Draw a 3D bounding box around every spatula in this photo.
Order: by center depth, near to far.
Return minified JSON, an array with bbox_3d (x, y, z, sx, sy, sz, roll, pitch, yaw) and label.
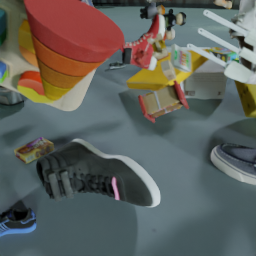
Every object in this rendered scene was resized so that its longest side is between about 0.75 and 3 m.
[{"bbox_3d":[1.462,-1.207,4.156,1.081,0.752,0.087,29,38,4],"label":"spatula"}]

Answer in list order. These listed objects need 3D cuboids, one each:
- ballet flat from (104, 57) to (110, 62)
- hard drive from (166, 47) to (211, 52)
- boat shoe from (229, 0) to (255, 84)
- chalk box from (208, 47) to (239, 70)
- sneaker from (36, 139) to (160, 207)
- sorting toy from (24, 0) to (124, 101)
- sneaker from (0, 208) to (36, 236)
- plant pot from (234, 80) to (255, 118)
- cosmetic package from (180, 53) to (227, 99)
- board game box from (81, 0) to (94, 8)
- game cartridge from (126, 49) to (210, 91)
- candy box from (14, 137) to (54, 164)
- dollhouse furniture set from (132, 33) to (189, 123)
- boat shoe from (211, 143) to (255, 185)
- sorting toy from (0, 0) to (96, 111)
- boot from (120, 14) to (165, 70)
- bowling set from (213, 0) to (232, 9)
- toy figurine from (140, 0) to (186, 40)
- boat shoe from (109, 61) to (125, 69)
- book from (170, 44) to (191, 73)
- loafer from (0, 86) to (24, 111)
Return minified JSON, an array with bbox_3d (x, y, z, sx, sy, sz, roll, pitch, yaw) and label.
[{"bbox_3d":[-1.035,-1.873,8.025,1.182,0.398,0.376,-19,-17,23],"label":"ballet flat"},{"bbox_3d":[3.253,-3.915,14.729,2.402,0.316,1.584,2,29,2],"label":"hard drive"},{"bbox_3d":[2.789,-2.292,6.363,0.924,2.647,0.938,-8,5,-1],"label":"boat shoe"},{"bbox_3d":[4.201,-2.913,12.293,0.916,0.922,1.478,-24,38,-35],"label":"chalk box"},{"bbox_3d":[-0.720,1.038,5.197,2.642,0.934,1.310,20,36,41],"label":"sneaker"},{"bbox_3d":[-1.074,-1.299,3.185,0.953,0.947,2.749,-5,48,-40],"label":"sorting toy"},{"bbox_3d":[-2.089,1.571,4.657,1.057,0.412,0.371,-8,30,-15],"label":"sneaker"},{"bbox_3d":[4.101,-1.217,7.846,1.703,1.931,1.931,-15,-10,8],"label":"plant pot"},{"bbox_3d":[2.704,-2.092,10.682,1.434,1.044,2.821,1,28,2],"label":"cosmetic package"},{"bbox_3d":[-1.561,-4.105,8.758,0.442,2.555,1.731,-23,1,-4],"label":"board game box"},{"bbox_3d":[1.378,-2.031,9.875,2.172,0.400,2.464,-39,28,-18],"label":"game cartridge"},{"bbox_3d":[-2.254,0.529,6.753,0.456,0.221,0.782,23,38,35],"label":"candy box"},{"bbox_3d":[0.493,-0.844,4.851,0.703,1.306,0.531,-20,-17,17],"label":"dollhouse furniture set"},{"bbox_3d":[3.069,0.563,5.604,2.718,1.260,1.015,20,34,30],"label":"boat shoe"},{"bbox_3d":[-1.836,-1.146,4.536,2.566,2.375,0.468,18,61,-14],"label":"sorting toy"},{"bbox_3d":[0.322,-2.235,7.050,0.996,1.380,0.500,11,11,-13],"label":"boot"},{"bbox_3d":[2.811,-4.201,8.112,0.765,0.992,1.425,6,53,-27],"label":"bowling set"},{"bbox_3d":[1.156,-3.750,9.387,1.027,1.453,1.476,-14,-10,-15],"label":"toy figurine"},{"bbox_3d":[-0.501,-2.942,12.995,0.804,0.275,0.297,-10,30,-18],"label":"boat shoe"},{"bbox_3d":[1.415,-1.859,7.553,0.200,0.557,0.833,3,-1,41],"label":"book"},{"bbox_3d":[-4.451,-1.281,9.419,2.571,0.809,0.924,18,33,29],"label":"loafer"}]
